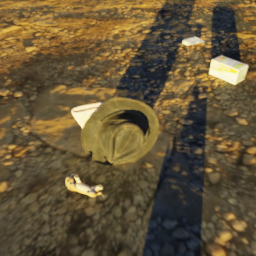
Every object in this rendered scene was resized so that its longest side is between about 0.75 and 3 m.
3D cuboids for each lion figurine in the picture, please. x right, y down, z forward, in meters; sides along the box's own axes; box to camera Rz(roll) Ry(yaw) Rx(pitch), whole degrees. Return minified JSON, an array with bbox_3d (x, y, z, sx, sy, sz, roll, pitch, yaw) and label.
[{"bbox_3d":[-1.197,1.654,7.684,1.268,0.777,0.460,28,64,12],"label":"lion figurine"}]

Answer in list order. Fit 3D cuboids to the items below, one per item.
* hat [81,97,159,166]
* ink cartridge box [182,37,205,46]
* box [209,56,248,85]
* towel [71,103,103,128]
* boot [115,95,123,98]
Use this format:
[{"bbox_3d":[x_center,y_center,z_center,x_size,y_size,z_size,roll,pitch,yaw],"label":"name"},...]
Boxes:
[{"bbox_3d":[-0.166,0.374,7.817,2.345,2.345,0.946,-5,31,-6],"label":"hat"},{"bbox_3d":[3.839,-5.019,16.425,1.003,0.218,0.871,-20,43,-23],"label":"ink cartridge box"},{"bbox_3d":[4.661,-2.724,13.109,0.813,0.733,1.446,-27,46,-32],"label":"box"},{"bbox_3d":[-0.658,-0.246,8.781,1.786,1.870,0.301,-9,66,3],"label":"towel"},{"bbox_3d":[-0.592,-0.633,9.563,1.199,0.576,1.641,-18,-5,20],"label":"boot"}]
